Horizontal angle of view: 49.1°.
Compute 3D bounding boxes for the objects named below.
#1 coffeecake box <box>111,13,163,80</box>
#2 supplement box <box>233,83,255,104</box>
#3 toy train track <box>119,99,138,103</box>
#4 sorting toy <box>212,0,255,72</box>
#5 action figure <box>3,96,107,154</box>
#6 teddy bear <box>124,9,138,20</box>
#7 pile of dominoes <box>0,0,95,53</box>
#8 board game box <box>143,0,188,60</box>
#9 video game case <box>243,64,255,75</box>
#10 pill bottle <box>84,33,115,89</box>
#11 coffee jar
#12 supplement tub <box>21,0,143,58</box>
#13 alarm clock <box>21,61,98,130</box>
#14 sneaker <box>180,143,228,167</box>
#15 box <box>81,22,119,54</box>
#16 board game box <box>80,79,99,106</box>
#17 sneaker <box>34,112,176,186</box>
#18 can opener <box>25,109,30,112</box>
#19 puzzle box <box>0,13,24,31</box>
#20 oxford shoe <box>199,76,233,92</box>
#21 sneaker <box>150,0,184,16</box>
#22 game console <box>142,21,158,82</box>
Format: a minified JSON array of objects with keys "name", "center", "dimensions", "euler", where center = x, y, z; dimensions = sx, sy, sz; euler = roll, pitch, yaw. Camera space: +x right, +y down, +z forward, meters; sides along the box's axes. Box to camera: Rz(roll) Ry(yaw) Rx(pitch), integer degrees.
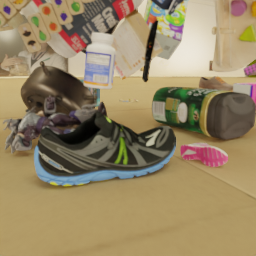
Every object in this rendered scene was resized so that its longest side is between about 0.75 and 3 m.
[{"name":"coffeecake box","center":[0.060,-2.097,7.419],"dimensions":[0.529,1.111,1.447],"euler":[-37,7,-33]},{"name":"supplement box","center":[5.440,-1.311,11.495],"dimensions":[2.014,1.041,1.019],"euler":[-3,12,-19]},{"name":"toy train track","center":[0.024,-1.364,13.688],"dimensions":[0.989,0.161,0.567],"euler":[5,13,22]},{"name":"sorting toy","center":[3.525,-2.934,7.327],"dimensions":[2.580,1.531,2.866],"euler":[8,-29,25]},{"name":"action figure","center":[-1.603,-0.065,5.829],"dimensions":[2.294,0.796,1.493],"euler":[3,51,14]},{"name":"teddy bear","center":[0.041,-3.337,7.476],"dimensions":[0.346,0.751,1.036],"euler":[24,-9,18]},{"name":"pile of dominoes","center":[-1.285,-2.091,3.916],"dimensions":[1.902,1.482,0.303],"euler":[-32,27,20]},{"name":"board game box","center":[1.136,-3.586,9.076],"dimensions":[1.149,2.231,1.170],"euler":[15,-20,-9]},{"name":"video game case","center":[2.565,-1.141,4.878],"dimensions":[0.749,0.148,0.827],"euler":[-14,-3,-42]},{"name":"pill bottle","center":[-0.513,-1.213,5.113],"dimensions":[0.534,0.952,0.534],"euler":[6,12,-1]},{"name":"coffee jar","center":[1.937,-0.484,7.540],"dimensions":[1.387,1.135,2.659],"euler":[-8,15,-32]},{"name":"supplement tub","center":[-0.821,-2.841,5.687],"dimensions":[2.552,1.791,1.791],"euler":[-36,12,6]},{"name":"alarm clock","center":[-1.931,-0.587,7.415],"dimensions":[1.800,0.889,2.669],"euler":[32,-26,-13]},{"name":"sneaker","center":[1.439,0.446,5.183],"dimensions":[0.401,0.370,0.910],"euler":[-15,20,-42]},{"name":"box","center":[-1.597,-3.796,9.804],"dimensions":[2.300,2.283,0.572],"euler":[27,50,-12]},{"name":"board game box","center":[-1.931,-1.445,11.728],"dimensions":[1.551,1.171,0.364],"euler":[-11,17,-39]},{"name":"sneaker","center":[-0.231,0.241,4.565],"dimensions":[2.492,1.033,0.884],"euler":[-6,16,-26]},{"name":"can opener","center":[-3.341,-0.805,10.693],"dimensions":[0.478,0.386,1.217],"euler":[5,14,27]},{"name":"puzzle box","center":[-3.569,-2.648,5.279],"dimensions":[2.860,1.903,0.364],"euler":[3,48,28]},{"name":"oxford shoe","center":[5.552,-2.640,17.255],"dimensions":[1.042,1.065,2.922],"euler":[-11,17,-40]},{"name":"sneaker","center":[1.090,-3.331,5.865],"dimensions":[0.931,1.441,2.656],"euler":[44,7,-1]},{"name":"game console","center":[0.466,-1.604,6.137],"dimensions":[0.161,1.334,0.787],"euler":[12,56,3]}]
